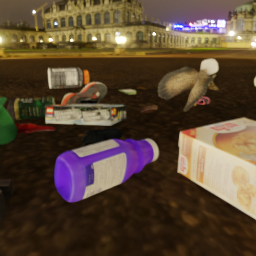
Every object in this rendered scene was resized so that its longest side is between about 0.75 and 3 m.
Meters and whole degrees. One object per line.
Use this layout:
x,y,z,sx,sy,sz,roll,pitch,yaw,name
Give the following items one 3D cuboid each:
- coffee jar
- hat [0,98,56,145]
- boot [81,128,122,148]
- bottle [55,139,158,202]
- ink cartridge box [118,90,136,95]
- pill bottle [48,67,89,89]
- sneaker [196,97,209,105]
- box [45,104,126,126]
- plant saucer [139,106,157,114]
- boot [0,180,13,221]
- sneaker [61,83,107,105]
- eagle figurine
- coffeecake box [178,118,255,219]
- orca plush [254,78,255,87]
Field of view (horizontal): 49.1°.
-3.563,-0.716,10.326,1.656,0.707,0.864,-4,28,-12,coffee jar
-3.425,0.351,7.921,2.148,1.891,1.779,-39,28,-2,hat
-0.711,0.333,7.608,1.119,0.414,0.917,0,20,-4,boot
-0.325,0.690,5.505,2.193,0.916,0.716,-15,38,-39,bottle
-0.062,-1.930,15.100,0.797,0.191,0.580,-9,20,-27,ink cartridge box
-3.544,-2.987,16.741,2.303,1.224,1.224,-5,18,-18,pill bottle
3.176,-1.241,12.745,0.969,0.383,0.462,13,33,38,sneaker
-1.185,-0.473,8.934,1.879,0.547,2.744,1,6,7,box
0.787,-0.698,10.881,0.752,0.130,0.752,-9,-10,-2,plant saucer
-2.759,1.236,4.628,1.404,0.481,1.321,-4,18,-11,boot
-1.520,-1.126,11.528,1.052,0.990,2.568,16,33,29,sneaker
2.782,-1.764,11.948,2.471,1.865,1.875,-17,-5,-38,eagle figurine
2.616,0.723,5.306,2.070,0.985,2.697,-11,22,-30,coffeecake box
6.785,-1.693,12.456,0.877,1.298,2.467,26,-2,-32,orca plush
